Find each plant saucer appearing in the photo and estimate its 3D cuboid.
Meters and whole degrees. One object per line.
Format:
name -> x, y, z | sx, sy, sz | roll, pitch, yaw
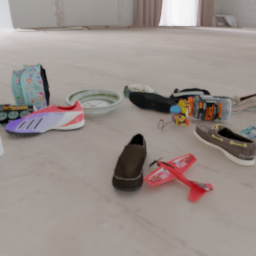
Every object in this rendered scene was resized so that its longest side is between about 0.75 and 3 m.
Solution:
plant saucer -> -1.539, -1.119, 12.835 | 2.617, 0.657, 2.617 | 0, 27, 0

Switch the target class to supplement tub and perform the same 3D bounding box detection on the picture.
supplement tub -> 3.396, -0.851, 11.860 | 1.680, 1.029, 1.029 | 3, 26, 9

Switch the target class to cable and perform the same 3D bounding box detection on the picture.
cable -> 3.085, -1.519, 13.800 | 2.145, 0.545, 1.750 | 16, 30, 28

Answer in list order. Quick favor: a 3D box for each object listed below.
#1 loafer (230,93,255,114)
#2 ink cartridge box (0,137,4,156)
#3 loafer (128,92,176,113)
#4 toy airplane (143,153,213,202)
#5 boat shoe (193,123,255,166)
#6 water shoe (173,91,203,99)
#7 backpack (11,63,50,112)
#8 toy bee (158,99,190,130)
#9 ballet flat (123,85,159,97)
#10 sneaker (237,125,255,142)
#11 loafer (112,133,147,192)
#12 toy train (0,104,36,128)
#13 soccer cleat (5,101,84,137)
loafer -> 5.071, -1.205, 12.842 | 2.549, 0.801, 0.916 | -6, 27, -13
ink cartridge box -> -5.020, 0.872, 8.498 | 1.457, 0.841, 2.008 | 3, 26, 8
loafer -> 1.113, -1.221, 12.999 | 2.284, 0.775, 0.802 | 17, 26, 22
toy airplane -> 1.515, 1.383, 7.980 | 2.118, 0.390, 2.118 | 0, 26, 0
boat shoe -> 3.276, 0.332, 9.641 | 0.942, 0.780, 2.621 | -7, 26, -25
water shoe -> 2.949, -1.460, 13.569 | 1.511, 0.596, 0.540 | -3, 11, -9
backpack -> -4.285, -1.672, 12.514 | 1.681, 1.983, 2.233 | -13, 38, -18
toy bee -> 2.085, -0.401, 11.046 | 0.954, 1.149, 1.755 | 21, 72, 33
ballet flat -> 0.700, -1.873, 14.384 | 1.985, 0.737, 0.737 | 5, 26, 10
sneaker -> 4.321, 0.194, 10.183 | 1.400, 0.604, 0.543 | -6, 27, -13
loafer -> 0.055, 0.924, 8.343 | 0.912, 0.892, 2.500 | 3, 26, 7
toy train -> -4.541, -0.552, 11.340 | 1.670, 0.712, 0.952 | -4, 49, -5
soccer cleat -> -3.207, -0.394, 10.820 | 2.969, 1.087, 1.013 | -8, 26, -16
